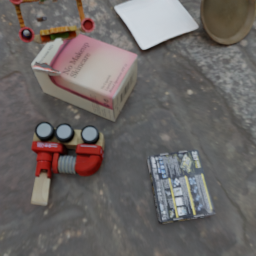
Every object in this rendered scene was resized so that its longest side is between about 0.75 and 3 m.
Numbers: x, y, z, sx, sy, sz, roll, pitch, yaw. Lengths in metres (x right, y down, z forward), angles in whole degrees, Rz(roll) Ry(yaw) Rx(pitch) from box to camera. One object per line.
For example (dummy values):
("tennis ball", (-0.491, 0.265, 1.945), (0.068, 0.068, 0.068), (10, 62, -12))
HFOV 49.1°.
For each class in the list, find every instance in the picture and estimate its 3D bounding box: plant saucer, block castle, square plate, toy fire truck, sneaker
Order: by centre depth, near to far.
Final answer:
("block castle", (-1.906, -2.900, 7.107), (1.934, 0.907, 1.293), (-16, 105, -17))
("sneaker", (-2.266, -1.693, 7.874), (0.770, 0.297, 0.315), (12, 72, -25))
("toy fire truck", (-1.819, 1.069, 7.985), (2.039, 1.491, 2.317), (5, 71, 2))
("plant saucer", (3.675, -4.370, 10.354), (2.499, 0.368, 2.499), (-6, 106, -19))
("square plate", (1.083, -4.292, 11.080), (2.501, 0.356, 2.477), (-24, 67, -11))

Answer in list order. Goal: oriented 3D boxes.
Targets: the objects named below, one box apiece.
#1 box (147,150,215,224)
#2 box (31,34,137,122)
("box", (1.487, 1.673, 8.168), (1.566, 0.477, 1.943), (-9, 65, -3))
("box", (-1.326, -1.755, 9.193), (2.848, 1.552, 1.821), (23, 67, 10))
